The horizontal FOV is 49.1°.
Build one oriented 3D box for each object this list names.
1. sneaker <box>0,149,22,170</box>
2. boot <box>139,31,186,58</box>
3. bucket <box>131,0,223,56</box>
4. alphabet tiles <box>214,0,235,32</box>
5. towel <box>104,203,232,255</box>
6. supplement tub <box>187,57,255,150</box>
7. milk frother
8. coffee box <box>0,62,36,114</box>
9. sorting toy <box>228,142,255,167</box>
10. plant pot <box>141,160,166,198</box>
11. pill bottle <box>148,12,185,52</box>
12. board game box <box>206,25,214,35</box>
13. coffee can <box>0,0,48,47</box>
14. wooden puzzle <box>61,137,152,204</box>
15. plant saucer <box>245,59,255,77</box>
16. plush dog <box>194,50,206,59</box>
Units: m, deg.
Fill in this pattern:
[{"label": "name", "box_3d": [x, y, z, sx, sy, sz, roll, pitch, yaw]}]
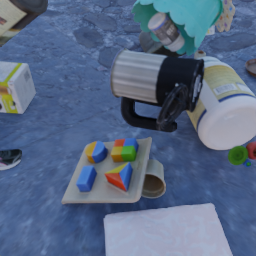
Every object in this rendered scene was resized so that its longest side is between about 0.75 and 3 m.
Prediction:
[{"label": "sneaker", "box_3d": [-3.605, 0.798, 7.549, 1.390, 0.600, 0.558, -15, 46, -16]}, {"label": "boot", "box_3d": [1.524, -3.784, 12.027, 2.278, 0.909, 2.506, -18, 35, 17]}, {"label": "bucket", "box_3d": [1.285, -3.037, 7.247, 2.148, 2.148, 1.398, 34, 92, 32]}, {"label": "alphabet tiles", "box_3d": [3.121, -3.965, 9.244, 0.107, 1.462, 1.430, -13, 57, -6]}, {"label": "towel", "box_3d": [0.841, 2.719, 5.612, 2.539, 0.409, 2.425, -5, 44, -5]}, {"label": "supplement tub", "box_3d": [2.625, -0.819, 8.365, 1.841, 1.841, 2.549, -6, 44, -7]}, {"label": "milk frother", "box_3d": [0.448, -0.853, 5.868, 1.862, 1.979, 1.786, 13, 85, 21]}, {"label": "coffee box", "box_3d": [-4.033, -1.357, 9.404, 1.232, 1.244, 1.246, 4, 43, 5]}, {"label": "sorting toy", "box_3d": [2.549, 0.557, 6.184, 0.880, 0.529, 0.361, -8, 16, -7]}, {"label": "plant pot", "box_3d": [0.580, 1.212, 7.049, 0.804, 0.804, 0.736, 8, 33, 9]}, {"label": "pill bottle", "box_3d": [1.001, -2.441, 7.170, 0.548, 0.963, 0.548, -30, 40, 30]}, {"label": "board game box", "box_3d": [2.471, -3.809, 9.696, 0.311, 1.220, 1.815, -9, 16, -2]}, {"label": "coffee can", "box_3d": [-3.799, -3.541, 8.242, 2.305, 1.687, 1.687, -24, 34, 28]}, {"label": "wooden puzzle", "box_3d": [-0.541, 0.940, 6.921, 2.104, 0.487, 1.949, -10, 38, 23]}, {"label": "plant saucer", "box_3d": [5.394, -2.345, 11.235, 1.381, 0.238, 1.381, -1, 43, 1]}, {"label": "plush dog", "box_3d": [3.017, -2.280, 10.859, 1.064, 0.994, 1.239, -7, 61, -32]}]
